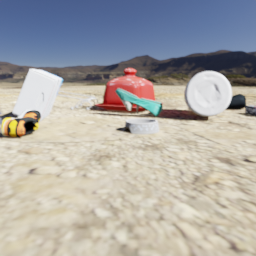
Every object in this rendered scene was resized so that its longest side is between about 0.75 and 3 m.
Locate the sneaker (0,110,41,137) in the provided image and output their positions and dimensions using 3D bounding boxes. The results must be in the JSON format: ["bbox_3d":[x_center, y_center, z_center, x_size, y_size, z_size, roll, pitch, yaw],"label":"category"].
[{"bbox_3d":[-2.829,-0.092,8.051,0.784,0.609,1.741,9,16,11],"label":"sneaker"}]

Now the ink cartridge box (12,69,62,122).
[{"bbox_3d":[-3.273,-1.229,10.399,0.956,1.658,2.285,23,6,-10],"label":"ink cartridge box"}]

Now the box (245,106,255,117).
[{"bbox_3d":[5.906,-0.710,11.722,1.526,0.380,1.203,-1,11,-4],"label":"box"}]

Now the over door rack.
[{"bbox_3d":[-2.838,-1.488,14.296,2.340,0.780,1.729,22,12,1],"label":"over door rack"}]

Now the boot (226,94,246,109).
[{"bbox_3d":[4.797,-1.276,13.586,1.739,0.791,2.070,0,4,20],"label":"boot"}]

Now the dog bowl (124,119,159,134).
[{"bbox_3d":[0.402,-0.064,8.446,1.089,0.319,1.089,-1,11,0],"label":"dog bowl"}]

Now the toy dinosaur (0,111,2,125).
[{"bbox_3d":[-4.496,-0.313,9.377,1.057,0.612,1.165,-16,8,45],"label":"toy dinosaur"}]

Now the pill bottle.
[{"bbox_3d":[3.102,-1.339,11.351,1.641,1.641,2.957,2,6,10],"label":"pill bottle"}]

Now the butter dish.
[{"bbox_3d":[0.081,-1.844,13.474,2.660,1.972,2.668,5,12,30],"label":"butter dish"}]

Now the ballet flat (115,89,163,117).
[{"bbox_3d":[0.335,-0.948,11.220,2.072,0.729,0.698,20,-1,10],"label":"ballet flat"}]
